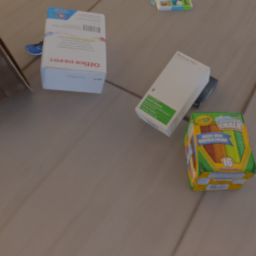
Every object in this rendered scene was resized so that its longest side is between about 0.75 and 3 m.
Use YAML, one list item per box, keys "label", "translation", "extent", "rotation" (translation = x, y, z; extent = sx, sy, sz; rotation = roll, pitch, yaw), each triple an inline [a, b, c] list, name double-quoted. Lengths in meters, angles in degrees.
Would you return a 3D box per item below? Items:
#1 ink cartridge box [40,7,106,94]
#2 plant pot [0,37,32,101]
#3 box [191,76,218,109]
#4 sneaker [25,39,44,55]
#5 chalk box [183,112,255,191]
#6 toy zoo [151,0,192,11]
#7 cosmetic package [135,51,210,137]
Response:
- label: "ink cartridge box"
  translation: [-1.967, -2.841, 10.330]
  extent: [2.161, 1.266, 2.991]
  rotation: [3, 59, -12]
- label: "plant pot"
  translation: [-5.256, -1.801, 9.222]
  extent: [2.931, 2.961, 2.961]
  rotation: [-32, 63, -9]
- label: "box"
  translation: [2.491, -1.492, 10.315]
  extent: [1.103, 0.357, 1.399]
  rotation: [35, 65, 19]
- label: "sneaker"
  translation: [-3.504, -3.329, 11.320]
  extent: [1.340, 0.597, 0.526]
  rotation: [-3, 58, -1]
- label: "chalk box"
  translation: [2.587, 0.474, 8.412]
  extent: [1.534, 1.523, 2.457]
  rotation: [0, 58, -1]
- label: "toy zoo"
  translation: [2.007, -5.994, 13.207]
  extent: [1.846, 0.189, 1.211]
  rotation: [-3, 58, -2]
- label: "cosmetic package"
  translation: [1.494, -1.107, 9.282]
  extent: [1.311, 1.034, 2.437]
  rotation: [33, 85, 19]
